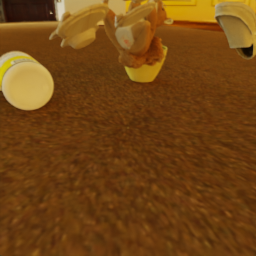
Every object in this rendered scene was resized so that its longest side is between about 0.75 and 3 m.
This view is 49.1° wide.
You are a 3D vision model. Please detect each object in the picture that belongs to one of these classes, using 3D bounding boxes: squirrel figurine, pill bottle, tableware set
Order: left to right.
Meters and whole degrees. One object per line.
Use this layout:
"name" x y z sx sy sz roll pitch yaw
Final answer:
"pill bottle" -3.798 -1.788 9.954 1.588 1.588 2.907 -13 28 -26
"tableware set" -0.372 -2.389 5.900 2.810 0.326 2.348 -30 6 -11
"squirrel figurine" 0.479 -2.983 8.791 1.528 2.159 2.015 20 49 26

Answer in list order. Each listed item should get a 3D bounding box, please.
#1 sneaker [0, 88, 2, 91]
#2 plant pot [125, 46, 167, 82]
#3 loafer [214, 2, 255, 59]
"sneaker" -5.178 -1.977 11.368 0.508 0.726 1.460 -12 27 -24
"plant pot" 0.638 -2.834 12.321 2.016 1.431 2.016 2 25 -1
"loafer" 2.669 -2.249 6.619 1.958 0.669 0.741 22 -5 -38
